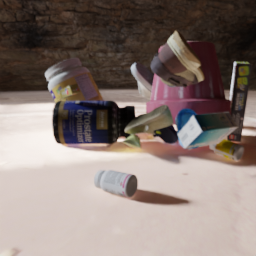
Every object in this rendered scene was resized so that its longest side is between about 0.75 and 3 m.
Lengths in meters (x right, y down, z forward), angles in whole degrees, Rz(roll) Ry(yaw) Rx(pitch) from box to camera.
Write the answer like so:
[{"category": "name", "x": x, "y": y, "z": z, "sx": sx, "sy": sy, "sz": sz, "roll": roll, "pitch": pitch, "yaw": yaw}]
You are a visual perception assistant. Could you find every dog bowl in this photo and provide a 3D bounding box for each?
[{"category": "dog bowl", "x": 1.713, "y": 0.054, "z": 8.071, "sx": 0.677, "sy": 1.214, "sz": 0.301, "roll": -1, "pitch": -20, "yaw": -18}]

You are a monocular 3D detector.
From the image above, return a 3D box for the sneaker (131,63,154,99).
[{"category": "sneaker", "x": 0.892, "y": -1.942, "z": 13.270, "sx": 0.981, "sy": 1.012, "sz": 2.772, "roll": -24, "pitch": -44, "yaw": 30}]

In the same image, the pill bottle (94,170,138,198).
[{"category": "pill bottle", "x": -0.268, "y": 1.140, "z": 5.841, "sx": 0.848, "sy": 0.480, "sz": 0.480, "roll": 6, "pitch": 13, "yaw": 32}]

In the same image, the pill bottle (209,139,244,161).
[{"category": "pill bottle", "x": 2.890, "y": 0.610, "z": 8.277, "sx": 0.495, "sy": 0.495, "sz": 0.906, "roll": -10, "pitch": 23, "yaw": -41}]

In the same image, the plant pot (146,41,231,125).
[{"category": "plant pot", "x": 2.042, "y": -1.486, "z": 9.784, "sx": 2.951, "sy": 2.641, "sz": 2.951, "roll": -2, "pitch": 5, "yaw": 0}]

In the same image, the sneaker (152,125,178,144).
[{"category": "sneaker", "x": 1.494, "y": 0.117, "z": 10.510, "sx": 0.751, "sy": 0.675, "sz": 1.826, "roll": -10, "pitch": 15, "yaw": -17}]

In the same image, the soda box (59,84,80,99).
[{"category": "soda box", "x": -1.937, "y": -1.196, "z": 9.188, "sx": 0.308, "sy": 0.291, "sz": 0.910, "roll": -23, "pitch": 8, "yaw": -35}]

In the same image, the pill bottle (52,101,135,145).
[{"category": "pill bottle", "x": -1.144, "y": -0.189, "z": 9.883, "sx": 2.772, "sy": 1.550, "sz": 1.550, "roll": -1, "pitch": 11, "yaw": -1}]

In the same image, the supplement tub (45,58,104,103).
[{"category": "supplement tub", "x": -2.166, "y": -1.406, "z": 11.693, "sx": 1.847, "sy": 2.540, "sz": 1.847, "roll": -28, "pitch": 3, "yaw": 1}]

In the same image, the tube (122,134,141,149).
[{"category": "tube", "x": 0.148, "y": 0.442, "z": 8.628, "sx": 0.437, "sy": 0.391, "sz": 1.508, "roll": -23, "pitch": 1, "yaw": 4}]

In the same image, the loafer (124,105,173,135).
[{"category": "loafer", "x": 0.604, "y": -0.085, "z": 8.403, "sx": 1.833, "sy": 0.626, "sz": 0.694, "roll": -22, "pitch": 22, "yaw": 48}]

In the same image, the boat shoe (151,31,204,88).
[{"category": "boat shoe", "x": 0.799, "y": -0.994, "z": 4.582, "sx": 0.661, "sy": 0.733, "sz": 2.038, "roll": -32, "pitch": -4, "yaw": 16}]

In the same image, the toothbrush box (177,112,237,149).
[{"category": "toothbrush box", "x": 1.985, "y": 0.063, "z": 7.058, "sx": 1.176, "sy": 0.502, "sz": 0.861, "roll": -6, "pitch": -30, "yaw": -25}]

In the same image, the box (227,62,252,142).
[{"category": "box", "x": 4.074, "y": -1.004, "z": 10.453, "sx": 0.481, "sy": 2.771, "sz": 1.525, "roll": 6, "pitch": 17, "yaw": 15}]
